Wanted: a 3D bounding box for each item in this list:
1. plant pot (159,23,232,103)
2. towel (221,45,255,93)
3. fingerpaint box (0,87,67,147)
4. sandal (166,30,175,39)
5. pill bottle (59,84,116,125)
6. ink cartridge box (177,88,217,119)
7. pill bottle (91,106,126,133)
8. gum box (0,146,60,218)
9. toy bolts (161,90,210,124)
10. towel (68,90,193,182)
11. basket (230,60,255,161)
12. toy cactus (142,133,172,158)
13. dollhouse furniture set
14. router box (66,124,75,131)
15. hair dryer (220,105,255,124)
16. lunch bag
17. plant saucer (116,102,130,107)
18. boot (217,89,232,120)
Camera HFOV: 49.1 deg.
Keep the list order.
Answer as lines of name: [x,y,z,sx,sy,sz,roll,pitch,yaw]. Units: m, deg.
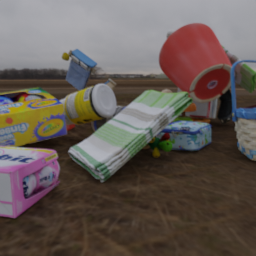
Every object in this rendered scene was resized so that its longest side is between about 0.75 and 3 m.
plant pot: [2.353,-2.017,9.349,2.192,2.192,1.939,-4,47,-21]
towel: [3.773,-2.522,10.916,2.771,0.425,2.067,49,11,24]
fingerpaint box: [-3.537,-0.304,8.145,2.798,1.026,2.334,-15,26,-28]
sandal: [2.385,-2.956,10.889,1.202,0.726,2.953,38,1,41]
pill bottle: [-1.361,-0.662,8.737,1.806,1.032,1.032,-12,2,34]
ink cartridge box: [3.002,-1.094,12.081,1.333,1.327,1.834,6,3,28]
pill bottle: [-0.178,-0.185,9.312,1.874,1.066,1.066,5,12,27]
gum box: [-2.431,0.810,4.829,2.256,0.746,1.280,3,11,14]
toy bolts: [2.177,-0.823,11.459,2.048,1.487,2.144,-7,12,-37]
towel: [-0.065,-0.041,6.550,2.717,0.417,2.027,-41,26,-17]
basket: [3.613,-0.456,6.973,2.152,2.440,1.697,2,12,7]
toy cactus: [0.282,0.287,7.619,2.010,1.028,1.658,-5,-2,24]
dollhouse furniture set: [-2.094,-1.562,11.394,2.372,2.240,1.548,39,45,6]
router box: [-3.451,-0.151,10.403,2.367,0.578,2.124,1,11,8]
hair dryer: [5.450,-0.465,11.591,2.767,0.752,2.108,-19,14,-26]
lunch bag: [1.644,0.203,8.327,1.351,0.693,1.681,4,10,34]
plant saucer: [-0.488,-1.108,14.671,1.363,0.201,1.363,2,20,-1]
boot: [3.716,-1.393,11.275,0.587,1.790,1.475,-10,24,37]
